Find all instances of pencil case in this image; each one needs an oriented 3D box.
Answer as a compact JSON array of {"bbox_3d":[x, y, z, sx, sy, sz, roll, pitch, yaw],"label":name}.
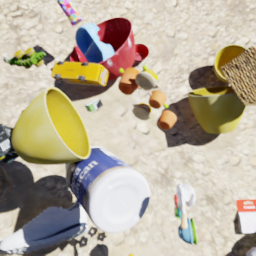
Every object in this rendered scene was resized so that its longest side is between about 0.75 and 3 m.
[{"bbox_3d":[-2.070,-4.123,9.837,0.481,0.481,1.089,-32,95,-9],"label":"pencil case"}]

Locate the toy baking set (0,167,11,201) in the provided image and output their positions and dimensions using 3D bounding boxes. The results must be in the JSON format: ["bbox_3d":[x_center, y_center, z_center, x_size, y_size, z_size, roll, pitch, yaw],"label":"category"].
[{"bbox_3d":[-4.708,2.052,10.056,0.992,0.150,1.292,-35,76,-7],"label":"toy baking set"}]

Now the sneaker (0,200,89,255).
[{"bbox_3d":[-2.781,3.326,9.303,2.864,1.094,1.153,-15,65,-11],"label":"sneaker"}]

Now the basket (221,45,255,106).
[{"bbox_3d":[3.925,-1.490,8.767,1.225,1.174,1.644,-39,56,26],"label":"basket"}]

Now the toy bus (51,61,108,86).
[{"bbox_3d":[-1.518,-1.662,8.613,1.681,0.658,0.547,8,81,25],"label":"toy bus"}]

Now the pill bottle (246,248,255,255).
[{"bbox_3d":[5.128,3.746,8.854,2.520,1.458,1.458,-32,76,-9],"label":"pill bottle"}]

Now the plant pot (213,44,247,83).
[{"bbox_3d":[3.933,-2.339,10.828,1.444,1.025,1.444,0,83,2],"label":"plant pot"}]

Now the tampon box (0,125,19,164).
[{"bbox_3d":[-3.066,0.438,7.048,0.728,0.972,0.613,-33,78,0],"label":"tampon box"}]

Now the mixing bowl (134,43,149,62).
[{"bbox_3d":[0.460,-2.982,11.384,0.780,0.422,0.780,0,74,1],"label":"mixing bowl"}]

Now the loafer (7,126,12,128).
[{"bbox_3d":[-4.297,0.216,10.420,1.344,0.453,0.511,17,74,5],"label":"loafer"}]

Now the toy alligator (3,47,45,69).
[{"bbox_3d":[-3.027,-1.886,7.959,1.638,0.543,0.394,-2,55,30],"label":"toy alligator"}]

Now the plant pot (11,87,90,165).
[{"bbox_3d":[-1.961,0.149,6.725,1.330,1.873,1.873,-26,74,10],"label":"plant pot"}]

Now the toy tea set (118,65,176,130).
[{"bbox_3d":[0.583,-0.847,7.439,1.223,2.056,0.761,1,46,37],"label":"toy tea set"}]

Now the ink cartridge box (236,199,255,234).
[{"bbox_3d":[4.274,3.049,9.691,0.901,0.316,1.109,-2,78,0],"label":"ink cartridge box"}]

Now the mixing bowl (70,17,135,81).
[{"bbox_3d":[-0.720,-2.714,10.501,2.579,1.397,2.579,-18,48,20],"label":"mixing bowl"}]

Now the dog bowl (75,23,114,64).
[{"bbox_3d":[-1.222,-2.816,9.850,0.455,1.022,1.834,-27,79,-45],"label":"dog bowl"}]

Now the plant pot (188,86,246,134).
[{"bbox_3d":[3.264,-0.624,10.041,2.075,2.075,1.473,-10,104,-3],"label":"plant pot"}]

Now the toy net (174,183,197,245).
[{"bbox_3d":[1.292,1.773,6.304,0.394,2.042,1.071,-6,43,3],"label":"toy net"}]

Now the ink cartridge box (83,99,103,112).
[{"bbox_3d":[-1.031,-0.651,8.181,0.396,0.764,0.226,-31,104,-16],"label":"ink cartridge box"}]

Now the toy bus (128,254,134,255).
[{"bbox_3d":[-0.061,3.382,6.473,0.273,0.329,0.839,21,48,23],"label":"toy bus"}]

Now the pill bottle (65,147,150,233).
[{"bbox_3d":[-0.745,1.355,7.264,1.512,2.722,1.512,-7,106,-27],"label":"pill bottle"}]
